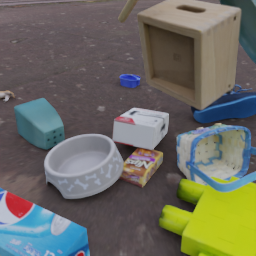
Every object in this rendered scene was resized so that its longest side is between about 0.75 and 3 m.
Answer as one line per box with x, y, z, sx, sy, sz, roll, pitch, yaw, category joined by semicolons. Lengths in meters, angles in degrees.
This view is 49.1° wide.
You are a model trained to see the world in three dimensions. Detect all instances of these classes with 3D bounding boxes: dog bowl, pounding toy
-1.030;0.762;6.320;1.814;0.532;1.814;-9;30;5;dog bowl
1.033;-2.300;6.106;1.324;2.894;2.543;-33;45;-23;pounding toy

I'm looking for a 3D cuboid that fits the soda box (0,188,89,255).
-1.961;1.722;4.577;2.685;0.911;0.862;15;33;24;soda box

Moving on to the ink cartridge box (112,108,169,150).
0.388;-0.031;7.547;1.088;0.632;1.508;11;18;18;ink cartridge box

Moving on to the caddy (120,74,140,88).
0.075;-1.954;11.317;0.858;0.450;0.606;16;33;25;caddy

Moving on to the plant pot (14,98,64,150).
-2.356;-0.050;7.680;0.909;0.909;1.286;-24;46;-35;plant pot

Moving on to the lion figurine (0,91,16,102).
-4.671;-1.211;10.170;1.233;0.447;0.755;6;20;-18;lion figurine

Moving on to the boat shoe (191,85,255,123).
3.211;-0.869;8.814;2.519;1.060;0.865;-5;45;-13;boat shoe

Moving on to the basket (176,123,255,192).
1.986;0.661;5.954;1.702;1.342;1.930;-13;23;-23;basket

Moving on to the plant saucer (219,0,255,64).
2.847;-2.460;6.486;0.359;2.620;2.620;-30;27;15;plant saucer

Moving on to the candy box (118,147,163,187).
0.315;0.881;6.621;0.642;0.311;1.101;16;35;25;candy box

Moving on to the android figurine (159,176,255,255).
2.046;1.756;4.869;2.786;0.572;2.536;15;33;25;android figurine
